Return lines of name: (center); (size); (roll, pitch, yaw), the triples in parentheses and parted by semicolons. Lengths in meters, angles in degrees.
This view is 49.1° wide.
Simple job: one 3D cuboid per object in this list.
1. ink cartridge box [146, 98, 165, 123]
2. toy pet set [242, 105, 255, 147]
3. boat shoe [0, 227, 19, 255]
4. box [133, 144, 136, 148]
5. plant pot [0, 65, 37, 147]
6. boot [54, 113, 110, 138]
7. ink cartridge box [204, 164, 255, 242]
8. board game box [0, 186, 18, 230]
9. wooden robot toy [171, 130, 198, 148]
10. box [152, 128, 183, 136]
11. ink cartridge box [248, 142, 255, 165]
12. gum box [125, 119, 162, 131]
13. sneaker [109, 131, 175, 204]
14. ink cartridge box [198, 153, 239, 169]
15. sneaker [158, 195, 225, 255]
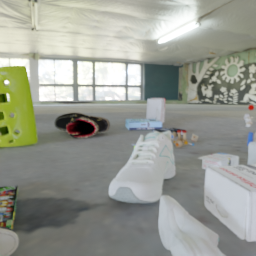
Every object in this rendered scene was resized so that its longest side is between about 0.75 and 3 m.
ink cartridge box: (1.719, -1.033, 17.250); (0.900, 1.567, 2.158); (5, 8, 13)
toy pet set: (4.426, 0.055, 9.120); (1.387, 1.295, 0.737); (11, -13, 6)
boat shoe: (-1.911, 1.293, 3.182); (1.301, 0.473, 0.408); (-6, 11, -11)
box: (0.702, 0.647, 9.181); (1.064, 0.254, 0.649); (-5, 9, -36)
plant pot: (-5.204, -0.695, 10.079); (2.615, 2.882, 2.868); (-13, 14, -39)
boot: (-2.318, -0.114, 12.654); (2.676, 0.979, 2.015); (7, 7, 7)
ink cartridge box: (2.199, 1.028, 4.246); (1.719, 0.729, 1.252); (-3, 8, -11)
board game box: (-2.239, 1.285, 4.363); (0.919, 0.206, 1.755); (-4, 8, -19)
wooden robot toy: (1.763, 0.432, 9.882); (1.318, 0.581, 0.598); (1, 19, 35)
box: (1.844, 0.205, 12.713); (1.198, 0.261, 0.960); (-4, 8, -28)
ink cartridge box: (3.646, 0.792, 5.956); (1.318, 0.757, 1.815); (-1, 7, -11)
gum box: (0.786, -0.200, 15.169); (1.709, 0.448, 2.011); (-1, 7, -5)
sneaker: (0.336, 0.681, 5.626); (0.970, 1.105, 2.758); (4, 9, 18)
ink cartridge box: (2.245, 0.880, 7.004); (0.969, 0.329, 0.558); (-5, 9, -37)
sneaker: (0.763, 1.282, 3.376); (0.607, 0.516, 1.373); (1, 17, -11)
